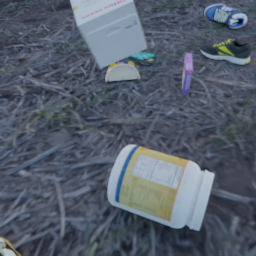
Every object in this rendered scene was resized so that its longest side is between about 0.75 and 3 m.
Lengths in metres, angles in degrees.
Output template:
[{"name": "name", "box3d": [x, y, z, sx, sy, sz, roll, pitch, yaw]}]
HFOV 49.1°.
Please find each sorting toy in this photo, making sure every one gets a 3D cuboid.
[{"name": "sorting toy", "box3d": [-0.356, -2.717, 13.057, 1.564, 0.836, 1.408, -6, 21, -8]}]

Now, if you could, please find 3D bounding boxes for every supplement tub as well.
[{"name": "supplement tub", "box3d": [0.834, 1.503, 7.131, 2.330, 1.686, 1.686, 16, 42, 17]}]

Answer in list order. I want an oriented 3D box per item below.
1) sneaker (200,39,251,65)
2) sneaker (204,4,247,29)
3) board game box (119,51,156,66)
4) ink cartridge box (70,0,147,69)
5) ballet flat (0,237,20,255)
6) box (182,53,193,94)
[{"name": "sneaker", "box3d": [4.967, -4.054, 14.222, 2.570, 1.088, 0.957, 18, 43, 21]}, {"name": "sneaker", "box3d": [6.219, -7.062, 17.818, 2.614, 1.053, 1.914, 11, 37, 5]}, {"name": "board game box", "box3d": [0.513, -3.609, 14.354, 1.704, 0.240, 1.152, 10, 41, 11]}, {"name": "ink cartridge box", "box3d": [-0.608, -3.111, 8.001, 1.531, 1.524, 2.087, -22, 51, 4]}, {"name": "ballet flat", "box3d": [-2.885, 2.849, 6.516, 1.349, 0.425, 0.463, 21, 44, 24]}, {"name": "box", "box3d": [2.583, -2.407, 12.245, 0.317, 1.110, 1.622, 6, 41, 7]}]
